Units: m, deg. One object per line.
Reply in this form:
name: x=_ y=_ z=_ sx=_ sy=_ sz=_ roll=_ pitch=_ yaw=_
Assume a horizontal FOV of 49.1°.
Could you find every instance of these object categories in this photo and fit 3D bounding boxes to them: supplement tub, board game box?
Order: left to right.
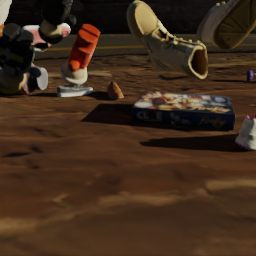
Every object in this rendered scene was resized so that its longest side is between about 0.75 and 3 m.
supplement tub: x=-4.329 y=-1.946 z=10.751 sx=2.321 sy=1.241 sz=1.241 roll=4 pitch=22 yaw=11
board game box: x=1.641 y=-0.578 z=8.370 sx=2.736 sy=0.473 sz=1.854 roll=5 pitch=22 yaw=12

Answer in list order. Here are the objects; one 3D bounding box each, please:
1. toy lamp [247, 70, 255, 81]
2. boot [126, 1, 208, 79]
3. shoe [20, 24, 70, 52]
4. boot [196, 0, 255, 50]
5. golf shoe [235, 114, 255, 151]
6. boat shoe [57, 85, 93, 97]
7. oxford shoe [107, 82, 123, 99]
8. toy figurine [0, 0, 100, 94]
toy lamp: x=6.424 y=-2.319 z=12.607 sx=1.960 sy=0.571 sz=0.571 roll=5 pitch=23 yaw=14
boot: x=0.631 y=-1.349 z=4.361 sx=0.499 sy=1.371 sz=1.066 roll=-46 pitch=40 yaw=-11
shoe: x=-2.505 y=-2.836 z=8.844 sx=1.582 sy=0.720 sz=0.565 roll=-16 pitch=-18 yaw=-28
boot: x=2.707 y=-2.885 z=6.602 sx=0.854 sy=2.370 sz=1.833 roll=42 pitch=13 yaw=-14
golf shoe: x=3.318 y=0.001 z=6.559 sx=1.756 sy=0.804 sz=0.661 roll=-10 pitch=23 yaw=-27
boat shoe: x=-2.018 y=-1.500 z=10.664 sx=1.370 sy=0.464 sz=0.491 roll=-9 pitch=24 yaw=-21
oxford shoe: x=-0.522 y=-1.408 z=10.446 sx=0.485 sy=0.484 sz=1.359 roll=-6 pitch=25 yaw=-19
toy figurine: x=-1.909 y=-1.887 z=5.867 sx=2.156 sy=1.523 sz=2.190 roll=-18 pitch=68 yaw=-36
